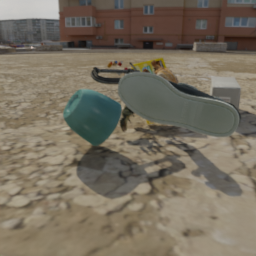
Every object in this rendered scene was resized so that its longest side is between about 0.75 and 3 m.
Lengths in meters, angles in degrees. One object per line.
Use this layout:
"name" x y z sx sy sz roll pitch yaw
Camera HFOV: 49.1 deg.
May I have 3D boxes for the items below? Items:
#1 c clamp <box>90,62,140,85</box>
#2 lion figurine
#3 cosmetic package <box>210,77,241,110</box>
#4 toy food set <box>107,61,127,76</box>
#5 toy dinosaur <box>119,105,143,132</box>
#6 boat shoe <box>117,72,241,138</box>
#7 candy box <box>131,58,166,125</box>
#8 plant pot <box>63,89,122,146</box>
"c clamp" -0.409 -1.956 10.291 2.236 0.303 1.911 -7 36 -30
"lion figurine" 1.213 -1.452 10.186 0.885 2.442 1.496 -41 68 -6
"cosmetic package" 4.437 -1.446 13.084 1.288 1.525 2.856 5 22 17
"toy food set" -0.351 -2.478 11.539 0.933 0.445 0.420 33 -14 -11
"toy dinosaur" 0.175 -0.674 10.713 0.881 0.475 2.000 10 46 -3
"boat shoe" 1.076 -0.504 6.243 2.732 1.033 0.824 26 16 17
"candy box" 1.183 -1.651 12.133 1.519 0.393 2.972 -14 65 -1
"plant pot" -1.248 -0.456 9.012 1.346 1.677 1.677 33 3 -29
